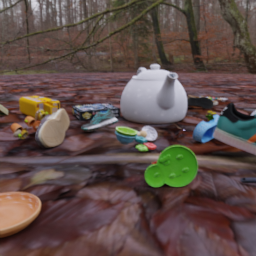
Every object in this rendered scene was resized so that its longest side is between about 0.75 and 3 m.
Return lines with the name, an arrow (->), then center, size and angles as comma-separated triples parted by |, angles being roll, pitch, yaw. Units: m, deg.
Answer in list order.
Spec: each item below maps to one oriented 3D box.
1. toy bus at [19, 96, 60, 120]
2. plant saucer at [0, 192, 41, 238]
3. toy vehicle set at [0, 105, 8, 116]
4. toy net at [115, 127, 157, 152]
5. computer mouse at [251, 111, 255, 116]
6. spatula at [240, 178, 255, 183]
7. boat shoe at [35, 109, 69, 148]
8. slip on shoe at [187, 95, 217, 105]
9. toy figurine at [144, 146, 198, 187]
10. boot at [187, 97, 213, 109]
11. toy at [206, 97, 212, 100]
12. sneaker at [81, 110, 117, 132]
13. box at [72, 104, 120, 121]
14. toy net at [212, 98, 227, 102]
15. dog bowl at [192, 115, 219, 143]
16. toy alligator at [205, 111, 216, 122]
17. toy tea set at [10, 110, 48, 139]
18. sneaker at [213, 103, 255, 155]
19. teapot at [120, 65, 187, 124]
toy bus -> -3.690, -0.842, 11.698 | 0.917, 0.762, 2.343 | -11, 18, -38
plant saucer -> -1.888, 1.304, 4.183 | 1.128, 0.211, 1.128 | -1, 14, 0
toy vehicle set -> -5.971, -0.747, 11.537 | 1.670, 0.221, 1.038 | -1, -12, -2
toy net -> 0.441, 0.213, 7.870 | 1.040, 0.383, 1.983 | 17, 14, 24
computer mouse -> 6.001, -0.488, 10.669 | 1.441, 0.577, 2.628 | -15, 20, -43
spatula -> 2.737, 1.014, 5.207 | 1.219, 0.125, 0.344 | 2, 36, 25
boat shoe -> -2.316, 0.050, 8.318 | 0.690, 0.766, 2.129 | -21, 22, 12
slip on shoe -> 3.907, -1.465, 14.817 | 1.590, 0.482, 0.605 | 7, 15, 25
toy figurine -> 0.793, 0.782, 5.768 | 1.055, 0.792, 0.971 | -25, 1, -2
boot -> 3.388, -1.245, 13.916 | 1.424, 0.552, 0.985 | 10, -2, -15
toy -> 4.313, -1.635, 16.000 | 0.603, 0.247, 1.048 | -8, 10, -35
sneaker -> -0.991, -0.247, 9.301 | 1.207, 0.550, 0.468 | -17, -10, -9
box -> -1.374, -0.689, 11.833 | 1.742, 0.401, 1.384 | -6, 15, -23
toy net -> 5.098, -1.596, 15.995 | 1.086, 0.210, 0.570 | 4, 11, 8
dog bowl -> 2.389, 0.056, 8.200 | 1.155, 0.644, 0.286 | -23, 43, -29
toy alligator -> 3.255, -0.361, 10.467 | 0.291, 0.402, 1.213 | -8, 15, -7
toy tea set -> -2.900, 0.031, 8.469 | 0.500, 0.804, 1.352 | 34, 41, 16
sneaker -> 3.251, 0.141, 6.302 | 2.541, 1.015, 0.907 | 20, 18, 29
teapot -> 1.021, -1.461, 11.337 | 2.936, 2.144, 2.898 | 7, 15, 29
